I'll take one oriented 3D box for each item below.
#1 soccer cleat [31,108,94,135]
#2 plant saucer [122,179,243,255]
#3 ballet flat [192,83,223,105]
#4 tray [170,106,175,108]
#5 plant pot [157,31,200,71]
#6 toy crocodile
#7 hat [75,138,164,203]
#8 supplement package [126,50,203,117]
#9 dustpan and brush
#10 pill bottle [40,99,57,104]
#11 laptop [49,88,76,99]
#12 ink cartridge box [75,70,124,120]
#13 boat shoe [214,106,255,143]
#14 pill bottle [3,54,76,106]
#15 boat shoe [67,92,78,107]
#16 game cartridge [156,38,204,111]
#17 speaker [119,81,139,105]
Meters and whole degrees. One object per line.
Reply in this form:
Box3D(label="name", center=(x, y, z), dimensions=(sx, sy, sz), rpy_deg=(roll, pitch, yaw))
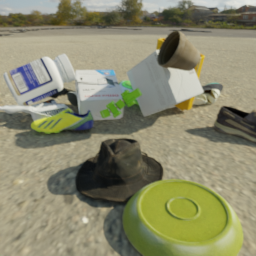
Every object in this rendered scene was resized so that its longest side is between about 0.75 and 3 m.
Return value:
Box3D(label="soccer cleat", center=(-2.437, -0.297, 10.401), dimensions=(2.294, 0.960, 0.742), rpy_deg=(-2, 23, -4))
Box3D(label="plant saucer", center=(1.155, 1.839, 5.999), dimensions=(2.545, 0.395, 2.545), rpy_deg=(2, 26, -1))
Box3D(label="ballet flat", center=(3.628, -1.545, 13.497), dimensions=(2.937, 1.073, 1.073), rpy_deg=(-6, 23, -29))
Box3D(label="tray", center=(1.786, -1.206, 13.547), dimensions=(0.730, 0.151, 1.360), rpy_deg=(-16, 28, -31))
Box3D(label="plant pot", center=(1.813, -2.520, 9.691), dimensions=(1.118, 1.289, 1.289), rpy_deg=(20, 15, -25))
Box3D(label="toy crocodile", center=(-0.262, -0.884, 10.287), dimensions=(1.724, 0.582, 0.532), rpy_deg=(-37, 5, -4))
Box3D(label="hat", center=(-0.207, 0.865, 7.612), dimensions=(2.630, 1.061, 2.630), rpy_deg=(1, 23, 0))
Box3D(label="supplement package", center=(1.443, -1.876, 11.474), dimensions=(1.617, 2.103, 2.199), rpy_deg=(-21, 0, -32))
Box3D(label="dustpan and brush", center=(-3.582, -0.636, 11.309), dimensions=(2.999, 0.858, 2.093), rpy_deg=(-10, 25, -22))
Box3D(label="pill bottle", center=(-3.665, -0.956, 12.548), dimensions=(0.484, 0.484, 0.911), rpy_deg=(13, 27, 28))
Box3D(label="laptop", center=(-3.641, -1.877, 15.214), dimensions=(1.167, 0.680, 1.317), rpy_deg=(21, 5, 38))
Box3D(label="ink cartridge box", center=(-1.304, -1.494, 12.215), dimensions=(1.815, 1.064, 2.479), rpy_deg=(-4, 39, -13))
Box3D(label="boat shoe", center=(4.467, -0.152, 9.976), dimensions=(2.798, 1.026, 1.042), rpy_deg=(15, 27, 31))
Box3D(label="pill bottle", center=(-3.573, -2.024, 11.576), dimensions=(2.571, 1.539, 1.539), rpy_deg=(-26, 30, -13))
Box3D(label="boat shoe", center=(-2.208, -1.309, 13.263), dimensions=(1.686, 0.621, 0.541), rpy_deg=(20, 25, 30))
Box3D(label="game cartridge", center=(2.060, -2.310, 12.352), dimensions=(0.430, 2.651, 2.337), rpy_deg=(-27, 48, -33))
Box3D(label="speaker", center=(0.402, -1.647, 13.534), dimensions=(1.010, 1.010, 2.284), rpy_deg=(-16, 28, -33))
